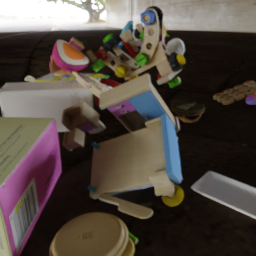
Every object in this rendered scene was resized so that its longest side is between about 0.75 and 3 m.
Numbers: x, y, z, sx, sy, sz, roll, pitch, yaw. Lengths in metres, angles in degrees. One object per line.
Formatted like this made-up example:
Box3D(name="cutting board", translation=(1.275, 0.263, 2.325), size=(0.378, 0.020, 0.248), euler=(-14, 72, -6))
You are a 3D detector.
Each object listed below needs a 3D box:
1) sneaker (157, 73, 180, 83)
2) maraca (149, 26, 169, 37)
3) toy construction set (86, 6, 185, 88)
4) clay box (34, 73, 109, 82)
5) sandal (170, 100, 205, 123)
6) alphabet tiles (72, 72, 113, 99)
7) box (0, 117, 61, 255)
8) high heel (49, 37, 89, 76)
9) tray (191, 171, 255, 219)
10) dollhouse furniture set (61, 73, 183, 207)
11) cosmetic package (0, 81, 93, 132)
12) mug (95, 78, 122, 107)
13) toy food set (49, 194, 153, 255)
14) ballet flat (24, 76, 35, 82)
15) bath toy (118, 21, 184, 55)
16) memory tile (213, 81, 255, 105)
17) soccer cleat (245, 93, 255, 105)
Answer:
Box3D(name="sneaker", translation=(2.035, -2.379, 13.691), size=(1.152, 0.451, 0.665), euler=(33, 29, 32))
Box3D(name="maraca", translation=(1.125, -3.675, 10.585), size=(0.786, 0.614, 1.147), euler=(42, 25, 19))
Box3D(name="toy construction set", translation=(0.504, -2.092, 8.739), size=(2.452, 2.259, 2.940), euler=(-35, 11, 11))
Box3D(name="clay box", translation=(-2.344, -1.900, 12.128), size=(2.820, 0.671, 1.620), euler=(5, 24, 12))
Box3D(name="sandal", translation=(1.952, -0.528, 9.138), size=(0.992, 0.663, 2.428), euler=(15, 12, 14))
Box3D(name="alphabet tiles", translation=(-0.570, -0.997, 8.029), size=(2.062, 0.154, 2.109), euler=(38, 13, 20))
Box3D(name="box", translation=(-2.928, 0.864, 4.891), size=(2.831, 1.369, 2.491), euler=(2, 24, 2))
Box3D(name="high heel", translation=(-1.873, -1.712, 7.788), size=(0.979, 1.395, 2.908), euler=(34, 16, -24))
Box3D(name="tray", translation=(2.079, 1.324, 5.346), size=(1.576, 0.175, 0.846), euler=(19, 31, 37))
Box3D(name="dollhouse furniture set", translation=(-0.020, 0.702, 6.221), size=(2.634, 1.821, 2.790), euler=(-20, 48, 22))
Box3D(name="cosmetic package", translation=(-2.333, -0.639, 8.357), size=(2.538, 1.366, 1.077), euler=(-2, 24, -10))
Box3D(name="mug", translation=(-0.331, -1.072, 9.698), size=(1.533, 1.023, 1.360), euler=(15, 6, 25))
Box3D(name="toy food set", translation=(-0.544, 1.772, 4.208), size=(1.277, 0.371, 1.850), euler=(9, 30, 38))
Box3D(name="ballet flat", translation=(-4.865, -2.438, 13.878), size=(0.870, 0.278, 0.329), euler=(20, 31, 39))
Box3D(name="bath toy", translation=(0.825, -2.972, 10.095), size=(2.383, 1.036, 0.881), euler=(26, 67, 16))
Box3D(name="memory tile", translation=(4.233, -1.378, 10.737), size=(1.722, 0.145, 1.320), euler=(-22, 19, 3))
Box3D(name="soccer cleat", translation=(5.305, -1.123, 10.535), size=(1.806, 0.602, 0.690), euler=(-9, 39, -17))
